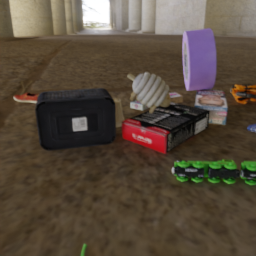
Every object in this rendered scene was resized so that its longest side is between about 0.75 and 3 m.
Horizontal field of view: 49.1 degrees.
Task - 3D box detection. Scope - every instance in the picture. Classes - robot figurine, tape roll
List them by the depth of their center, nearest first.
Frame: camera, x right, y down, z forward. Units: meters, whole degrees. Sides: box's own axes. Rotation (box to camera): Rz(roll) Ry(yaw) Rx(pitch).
[{"bbox_3d":[2.925,-2.822,11.742,1.046,2.462,2.462,-4,23,6],"label":"tape roll"},{"bbox_3d":[5.871,-1.499,12.696,2.400,0.699,1.740,4,24,9],"label":"robot figurine"}]

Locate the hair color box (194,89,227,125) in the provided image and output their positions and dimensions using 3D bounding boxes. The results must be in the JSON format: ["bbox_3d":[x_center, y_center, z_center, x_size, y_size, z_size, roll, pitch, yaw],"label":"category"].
[{"bbox_3d":[3.302,-0.917,11.301,1.190,0.720,2.379,6,24,13],"label":"hair color box"}]

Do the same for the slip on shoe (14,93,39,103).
[{"bbox_3d":[-4.619,-1.418,12.861,1.382,0.423,0.512,5,25,16],"label":"slip on shoe"}]

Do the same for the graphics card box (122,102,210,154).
[{"bbox_3d":[1.331,-0.123,9.446,1.736,0.704,2.767,17,29,38],"label":"graphics card box"}]

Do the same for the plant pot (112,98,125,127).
[{"bbox_3d":[-0.583,-0.607,10.348,0.986,0.902,0.986,0,23,0],"label":"plant pot"}]

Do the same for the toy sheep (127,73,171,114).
[{"bbox_3d":[0.680,-1.222,9.163,1.685,1.162,1.162,31,20,-12],"label":"toy sheep"}]

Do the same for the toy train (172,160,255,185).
[{"bbox_3d":[2.367,1.057,7.008,2.534,0.529,0.715,2,13,5],"label":"toy train"}]

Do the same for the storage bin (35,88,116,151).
[{"bbox_3d":[-1.619,-0.301,8.783,2.319,1.568,1.087,-5,23,-12],"label":"storage bin"}]

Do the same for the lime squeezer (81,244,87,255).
[{"bbox_3d":[-0.936,2.258,4.571,0.359,0.192,1.016,15,28,31],"label":"lime squeezer"}]

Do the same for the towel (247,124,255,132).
[{"bbox_3d":[4.995,0.178,9.514,1.100,0.181,1.519,-11,27,-29],"label":"towel"}]

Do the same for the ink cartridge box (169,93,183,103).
[{"bbox_3d":[1.996,-1.371,12.887,0.823,0.309,0.678,-10,26,-19],"label":"ink cartridge box"}]

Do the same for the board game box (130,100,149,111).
[{"bbox_3d":[0.589,-1.033,12.152,0.627,0.273,0.850,14,28,32],"label":"board game box"}]
